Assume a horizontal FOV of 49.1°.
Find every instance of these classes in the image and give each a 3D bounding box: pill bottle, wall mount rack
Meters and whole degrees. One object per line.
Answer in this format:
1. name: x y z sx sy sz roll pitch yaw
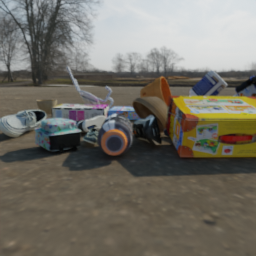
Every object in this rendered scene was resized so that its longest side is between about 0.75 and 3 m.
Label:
1. pill bottle: -0.327 0.193 7.410 0.902 0.902 1.699 0 12 1
2. wall mount rack: -2.006 -1.811 13.995 2.494 1.070 2.871 25 -11 5
3. pill bottle: 3.917 -1.864 14.393 1.147 2.068 1.147 39 21 -17

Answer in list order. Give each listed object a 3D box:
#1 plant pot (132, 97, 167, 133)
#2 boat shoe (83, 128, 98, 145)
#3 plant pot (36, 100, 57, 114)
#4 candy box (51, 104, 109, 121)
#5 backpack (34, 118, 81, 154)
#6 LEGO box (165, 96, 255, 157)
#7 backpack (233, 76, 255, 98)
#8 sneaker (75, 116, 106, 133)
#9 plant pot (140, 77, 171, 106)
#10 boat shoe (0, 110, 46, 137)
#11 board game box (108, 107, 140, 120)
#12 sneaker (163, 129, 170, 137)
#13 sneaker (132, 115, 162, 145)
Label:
1. plant pot: 0.897 -0.590 9.699 0.692 1.499 1.499 -46 27 -14
2. boat shoe: -1.083 0.228 8.375 0.413 0.350 1.134 22 5 -7
3. plant pot: -4.326 -1.121 14.920 1.052 0.706 1.052 0 10 0
4. candy box: -2.069 -0.658 12.480 2.276 0.694 1.552 0 11 2
5. backpack: -1.998 0.188 7.735 1.053 0.893 1.186 -10 9 -44
6. LEGO box: 2.542 -0.107 7.573 2.697 1.041 2.008 0 22 -4
7. backpack: 5.175 -0.982 11.001 2.068 1.969 1.593 -21 -20 -44
8. sneaker: -1.408 -0.122 10.062 0.856 0.559 1.531 -4 1 29
9. plant pot: 1.541 -1.749 15.652 1.349 1.927 1.927 -13 5 24
10. boat shoe: -3.558 -0.297 9.657 0.800 0.783 2.245 -40 0 13
11. board game box: 0.458 -0.719 13.416 2.566 0.469 1.941 0 9 5
12. sneaker: 1.601 0.183 8.854 1.153 0.404 0.625 -4 19 27
13. sneaker: 0.526 0.107 8.557 0.875 0.815 2.206 -12 5 2
